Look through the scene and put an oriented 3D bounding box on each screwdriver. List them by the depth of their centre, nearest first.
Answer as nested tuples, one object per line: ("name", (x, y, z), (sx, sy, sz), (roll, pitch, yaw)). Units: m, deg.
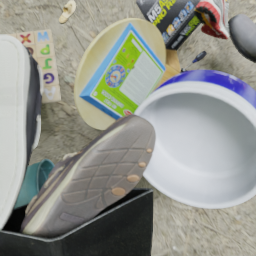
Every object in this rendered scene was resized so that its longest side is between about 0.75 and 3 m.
("screwdriver", (1.859, -1.926, 8.408), (1.174, 0.164, 0.171), (-34, 85, 1))

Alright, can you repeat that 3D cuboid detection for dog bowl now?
("dog bowl", (1.261, 0.227, 5.022), (2.400, 0.945, 2.400), (15, 125, 22))

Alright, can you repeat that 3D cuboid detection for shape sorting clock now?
("shape sorting clock", (-0.086, -0.900, 5.081), (0.413, 2.104, 2.104), (31, 84, 35))

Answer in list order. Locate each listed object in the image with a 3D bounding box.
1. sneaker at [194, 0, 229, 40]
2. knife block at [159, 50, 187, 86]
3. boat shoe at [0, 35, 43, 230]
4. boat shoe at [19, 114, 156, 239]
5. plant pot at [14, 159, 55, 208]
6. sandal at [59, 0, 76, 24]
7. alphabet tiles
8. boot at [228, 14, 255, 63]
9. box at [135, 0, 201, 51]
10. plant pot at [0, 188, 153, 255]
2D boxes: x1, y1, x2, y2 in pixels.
("sneaker", (1.599, -1.992, 4.966), (0.518, 1.332, 0.547), (27, 94, 24))
("knife block", (0.889, -1.081, 7.950), (2.586, 0.827, 2.270), (-11, 83, -1))
("boat shoe", (-1.833, 0.115, 4.181), (1.042, 0.851, 2.822), (0, 83, 8))
("boat shoe", (-0.802, 0.832, 4.482), (2.912, 1.068, 1.085), (-47, 130, 5))
("plant pot", (-2.728, 1.652, 7.476), (1.402, 1.432, 1.432), (-11, 84, 8))
("sandal", (-1.854, -3.574, 8.505), (0.298, 0.268, 0.814), (28, 85, 3))
("alphabet tiles", (-2.513, -1.133, 5.551), (2.142, 0.081, 1.791), (-10, 67, -8))
("boot", (3.474, -1.885, 6.151), (2.391, 1.574, 0.834), (43, 68, -6))
("box", (1.196, -3.072, 6.296), (0.459, 2.075, 1.662), (-7, 63, -41))
("plant pot", (-0.934, 2.403, 4.996), (2.376, 2.371, 2.108), (-11, 90, 37))
